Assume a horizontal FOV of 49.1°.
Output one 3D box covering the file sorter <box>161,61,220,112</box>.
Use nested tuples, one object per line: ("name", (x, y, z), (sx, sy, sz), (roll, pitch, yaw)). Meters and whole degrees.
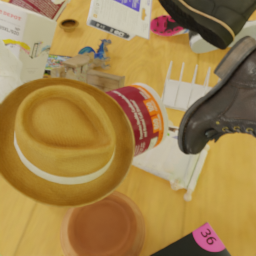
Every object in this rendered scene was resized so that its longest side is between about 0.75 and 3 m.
("file sorter", (1.957, -1.263, 8.614), (1.698, 1.058, 1.179), (12, 53, 10))

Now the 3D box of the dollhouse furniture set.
("dollhouse furniture set", (-1.099, -1.076, 7.638), (1.211, 1.418, 2.736), (15, 30, 14))

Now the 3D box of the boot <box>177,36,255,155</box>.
("boot", (2.157, 0.098, 4.457), (0.926, 2.674, 2.328), (-19, 54, -41))

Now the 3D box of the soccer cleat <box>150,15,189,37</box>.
("soccer cleat", (2.040, -3.958, 10.955), (2.356, 1.017, 0.823), (3, 94, 22))

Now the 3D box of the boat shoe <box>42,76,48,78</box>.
("boat shoe", (-3.045, -1.573, 9.331), (0.806, 0.284, 0.283), (-19, 58, -14))

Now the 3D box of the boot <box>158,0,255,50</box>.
("boot", (2.273, -3.640, 7.702), (1.959, 1.097, 2.832), (-46, 70, 4))

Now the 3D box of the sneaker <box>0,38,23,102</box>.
("sneaker", (-2.234, -1.009, 4.510), (0.644, 1.011, 1.749), (-30, 40, 2))

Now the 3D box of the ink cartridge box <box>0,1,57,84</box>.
("ink cartridge box", (-2.510, -1.862, 6.209), (1.135, 1.542, 1.116), (23, 17, 10))

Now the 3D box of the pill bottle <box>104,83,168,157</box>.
("pill bottle", (-0.551, 0.103, 4.992), (2.363, 1.349, 1.349), (-22, 55, -32))

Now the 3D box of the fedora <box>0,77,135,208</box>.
("fedora", (-0.671, 0.047, 3.068), (1.686, 0.688, 1.686), (4, 71, -14))

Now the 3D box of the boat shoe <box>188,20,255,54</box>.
("boat shoe", (3.653, -3.504, 10.070), (2.926, 1.035, 0.932), (-7, 63, 7))

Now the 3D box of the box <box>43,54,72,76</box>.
("box", (-2.759, -2.222, 9.842), (1.527, 0.265, 0.840), (7, 53, 6))

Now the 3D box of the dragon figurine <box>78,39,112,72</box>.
("dragon figurine", (-1.336, -2.375, 9.723), (2.188, 0.644, 1.088), (-31, 59, -22))

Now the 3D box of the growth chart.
("growth chart", (0.797, 0.499, 7.762), (2.879, 0.255, 2.083), (25, 56, 18))

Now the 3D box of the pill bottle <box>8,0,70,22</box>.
("pill bottle", (-2.656, -3.048, 7.624), (1.239, 1.239, 2.171), (33, 88, 23))

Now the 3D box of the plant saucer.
("plant saucer", (-0.576, 2.271, 6.331), (1.968, 0.368, 1.968), (0, 52, -1))

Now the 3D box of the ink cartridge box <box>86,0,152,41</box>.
("ink cartridge box", (-0.109, -1.924, 4.558), (1.003, 0.218, 0.993), (15, 64, -19))

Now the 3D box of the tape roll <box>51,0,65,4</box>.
("tape roll", (-1.186, -3.122, 5.642), (0.450, 1.287, 1.287), (46, 57, -15))

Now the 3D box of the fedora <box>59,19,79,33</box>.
("fedora", (-2.358, -4.052, 11.208), (0.816, 0.333, 0.816), (1, 51, -2))

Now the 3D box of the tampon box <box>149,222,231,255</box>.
("tampon box", (0.764, 3.263, 4.773), (2.564, 1.619, 1.922), (-23, 56, -17))
